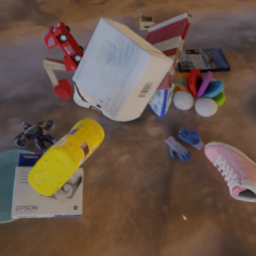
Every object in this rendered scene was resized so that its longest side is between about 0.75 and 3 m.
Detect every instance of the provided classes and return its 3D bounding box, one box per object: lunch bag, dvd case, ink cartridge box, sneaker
[{"bbox_3d":[1.154,-1.462,10.330,1.105,1.475,1.735,-5,48,-4],"label":"lunch bag"},{"bbox_3d":[3.261,-3.004,12.514,2.193,0.192,1.564,-4,50,-3],"label":"dvd case"},{"bbox_3d":[-2.211,1.545,7.888,1.858,0.378,1.862,3,62,-17],"label":"ink cartridge box"},{"bbox_3d":[3.114,1.327,8.330,2.195,0.826,1.147,34,52,21],"label":"sneaker"},{"bbox_3d":[-0.785,-1.117,10.258,2.859,1.143,1.054,17,48,13],"label":"sneaker"}]

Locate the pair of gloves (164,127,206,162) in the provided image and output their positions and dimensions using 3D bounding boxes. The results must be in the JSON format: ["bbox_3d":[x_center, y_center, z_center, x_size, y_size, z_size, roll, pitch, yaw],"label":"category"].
[{"bbox_3d":[1.916,0.530,9.480,1.400,0.160,1.126,-27,54,-23],"label":"pair of gloves"}]

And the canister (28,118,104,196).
[{"bbox_3d":[-1.512,0.684,7.120,0.856,1.470,1.979,43,23,-4],"label":"canister"}]

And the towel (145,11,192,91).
[{"bbox_3d":[1.052,-2.497,9.593,2.010,0.317,2.790,2,70,53],"label":"towel"}]

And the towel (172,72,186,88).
[{"bbox_3d":[1.557,-1.696,9.525,0.863,0.094,0.633,14,53,-13],"label":"towel"}]

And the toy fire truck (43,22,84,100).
[{"bbox_3d":[-2.375,-2.319,10.074,1.803,2.557,0.623,-19,44,19],"label":"toy fire truck"}]

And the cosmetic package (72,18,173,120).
[{"bbox_3d":[-0.239,-1.775,8.651,2.188,2.182,1.345,43,27,24],"label":"cosmetic package"}]

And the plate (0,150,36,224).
[{"bbox_3d":[-3.525,1.709,8.361,2.436,0.311,2.436,0,50,0],"label":"plate"}]

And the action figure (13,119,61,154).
[{"bbox_3d":[-2.857,0.345,9.254,2.264,0.786,1.473,32,65,30],"label":"action figure"}]

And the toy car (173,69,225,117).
[{"bbox_3d":[2.674,-1.478,10.364,1.923,1.442,1.683,20,51,16],"label":"toy car"}]

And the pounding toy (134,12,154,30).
[{"bbox_3d":[0.804,-5.515,14.475,0.964,0.502,1.097,0,49,0],"label":"pounding toy"}]
